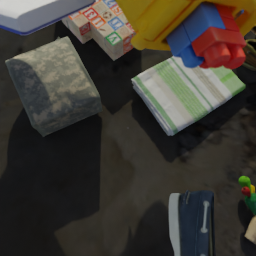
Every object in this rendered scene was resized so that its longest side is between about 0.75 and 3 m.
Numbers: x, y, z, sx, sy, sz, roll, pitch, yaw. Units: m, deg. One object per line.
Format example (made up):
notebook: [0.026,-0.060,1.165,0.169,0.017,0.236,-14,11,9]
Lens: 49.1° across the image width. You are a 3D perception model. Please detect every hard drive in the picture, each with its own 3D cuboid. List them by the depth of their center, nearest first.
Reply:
hard drive: [-2.297,-2.607,5.580,2.793,0.354,1.843,25,49,28]

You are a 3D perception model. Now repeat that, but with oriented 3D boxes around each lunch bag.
lunch bag: [-1.881,-1.127,7.083,1.740,1.247,2.121,-25,77,-8]

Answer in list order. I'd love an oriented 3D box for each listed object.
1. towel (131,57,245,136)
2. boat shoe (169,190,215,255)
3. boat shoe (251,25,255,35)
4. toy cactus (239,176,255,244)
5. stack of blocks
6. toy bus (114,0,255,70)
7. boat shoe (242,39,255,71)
towel: [1.613,-1.132,7.603,2.555,0.392,1.906,-30,75,-13]
boat shoe: [1.182,2.252,4.330,0.782,0.946,2.528,-12,68,22]
boat shoe: [4.169,-2.461,7.929,0.611,0.652,1.767,-37,72,-1]
toy cactus: [3.219,1.920,6.277,1.852,0.947,1.528,36,84,3]
stack of blocks: [-0.899,-3.117,8.060,1.408,0.716,2.446,-38,75,-12]
toy bus: [1.260,-2.167,4.757,2.887,1.959,2.771,-11,73,-38]
boat shoe: [4.000,-1.770,7.588,2.081,0.707,0.749,20,72,7]
